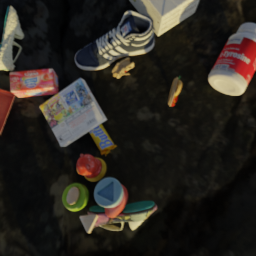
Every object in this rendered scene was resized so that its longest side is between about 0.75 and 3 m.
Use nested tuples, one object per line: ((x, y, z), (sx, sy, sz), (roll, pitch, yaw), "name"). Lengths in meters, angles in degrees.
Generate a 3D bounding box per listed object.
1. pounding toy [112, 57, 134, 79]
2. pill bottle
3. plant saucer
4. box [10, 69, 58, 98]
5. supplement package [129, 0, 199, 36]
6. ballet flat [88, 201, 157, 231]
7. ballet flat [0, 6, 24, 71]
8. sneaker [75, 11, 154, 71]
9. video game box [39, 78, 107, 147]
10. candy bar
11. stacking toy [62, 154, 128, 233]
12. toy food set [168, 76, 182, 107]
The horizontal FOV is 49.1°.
((-0.155, -1.864, 9.324), (0.963, 0.551, 0.552), (-36, 81, -26), "pounding toy")
((3.565, -2.220, 9.009), (1.203, 1.203, 2.142), (29, 81, 5), "pill bottle")
((-4.586, -0.598, 9.179), (1.477, 0.272, 1.480), (16, 79, 3), "plant saucer")
((-3.036, -1.441, 9.123), (1.377, 0.706, 0.652), (-6, 80, -2), "box")
((1.092, -4.586, 9.461), (1.665, 1.185, 2.138), (-35, 80, -7), "supplement package")
((-0.159, 2.629, 8.254), (2.141, 0.740, 0.762), (-9, 95, 14), "ballet flat")
((-3.964, -2.950, 9.502), (0.797, 0.797, 2.221), (9, 82, 2), "ballet flat")
((-0.461, -2.773, 8.953), (2.792, 1.515, 0.979), (-18, 80, -3), "sneaker")
((-1.762, -0.470, 8.889), (1.688, 0.395, 1.538), (-32, 83, 10), "video game box")
((-1.197, -0.211, 9.107), (0.609, 0.271, 2.442), (-32, 80, -4), "candy bar")
((-1.135, 1.828, 8.078), (1.776, 0.829, 1.962), (-45, 57, -6), "stacking toy")
((1.475, -1.146, 8.860), (0.239, 0.970, 0.980), (14, 122, 2), "toy food set")
